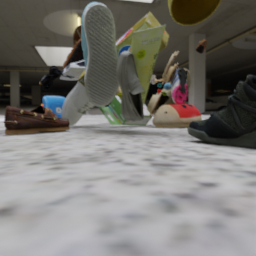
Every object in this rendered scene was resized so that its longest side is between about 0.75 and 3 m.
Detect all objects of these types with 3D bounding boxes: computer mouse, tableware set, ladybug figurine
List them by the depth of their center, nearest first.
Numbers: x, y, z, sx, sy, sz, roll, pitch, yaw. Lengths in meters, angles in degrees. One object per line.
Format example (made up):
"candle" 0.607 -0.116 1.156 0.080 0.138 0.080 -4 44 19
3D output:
"computer mouse" -1.660 -1.652 8.511 2.063 0.452 1.131 -30 -1 -44
"ladybug figurine" 1.696 -0.427 9.560 2.048 0.737 1.390 -6 6 -43
"tableware set" 1.230 -1.424 10.145 0.321 2.766 2.311 26 8 5

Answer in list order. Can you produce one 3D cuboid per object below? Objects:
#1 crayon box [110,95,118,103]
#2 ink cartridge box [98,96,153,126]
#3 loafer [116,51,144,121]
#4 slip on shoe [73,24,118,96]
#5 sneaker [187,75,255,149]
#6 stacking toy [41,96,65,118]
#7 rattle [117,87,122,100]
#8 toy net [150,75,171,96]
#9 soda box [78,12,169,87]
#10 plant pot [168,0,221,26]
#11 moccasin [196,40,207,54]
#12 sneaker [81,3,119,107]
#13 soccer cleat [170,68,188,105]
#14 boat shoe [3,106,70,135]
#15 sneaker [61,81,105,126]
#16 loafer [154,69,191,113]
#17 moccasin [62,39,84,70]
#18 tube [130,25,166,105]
"crayon box" -0.572 -1.978 12.620 0.658 1.342 2.260 21 16 9
"ink cartridge box" -0.049 -0.590 9.832 1.835 0.544 0.953 0 46 -48
"loafer" 0.104 -0.897 6.224 0.551 1.578 0.552 11 31 34
"slip on shoe" -1.085 -2.520 10.471 1.088 2.861 0.867 -19 28 22
"sneaker" 1.640 -0.223 4.278 0.677 1.014 1.770 0 0 -29
"stacking toy" -3.104 -0.478 10.514 1.879 1.091 1.031 -12 -7 43
"rattle" 0.175 -1.129 8.911 1.040 0.677 0.743 17 -55 -47
"toy net" 1.087 -1.561 10.110 0.921 0.483 0.178 33 19 1
"soda box" -0.173 -1.868 7.551 2.557 0.819 0.866 -33 23 31
"plant pot" 1.393 -3.093 6.356 1.209 0.858 1.209 -12 -32 -8
"moccasin" 2.618 -2.905 9.975 0.318 0.335 0.868 32 -2 10
"sneaker" -0.679 -1.761 6.831 0.904 2.446 1.002 -2 31 -12
"soccer cleat" 1.906 -1.477 10.683 0.609 1.744 0.753 22 -32 -15
"boat shoe" -2.149 -0.213 6.927 0.690 0.689 1.960 0 2 26
"sneaker" -1.375 -0.854 9.457 1.305 2.259 0.832 38 13 38
"loafer" 1.882 -1.488 12.105 0.860 2.552 0.970 25 -5 -29
"moccasin" -1.660 -2.482 9.367 0.569 1.557 0.601 26 12 -34
"tube" 0.283 -1.339 6.798 0.609 2.347 0.681 16 46 2
